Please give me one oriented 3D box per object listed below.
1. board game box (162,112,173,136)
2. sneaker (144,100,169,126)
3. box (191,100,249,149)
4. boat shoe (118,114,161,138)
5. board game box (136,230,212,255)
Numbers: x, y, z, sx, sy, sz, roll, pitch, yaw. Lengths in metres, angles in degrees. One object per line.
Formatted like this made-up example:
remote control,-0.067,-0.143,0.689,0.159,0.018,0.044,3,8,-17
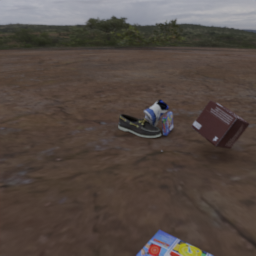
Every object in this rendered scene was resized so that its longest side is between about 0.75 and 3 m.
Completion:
board game box,1.378,-0.159,9.731,0.152,0.595,0.880,1,17,23
sneaker,1.035,-0.509,9.801,0.817,0.572,1.415,-38,-13,-2
box,2.637,-0.065,7.982,1.149,0.943,0.953,11,27,-50
boat shoe,0.368,-0.084,9.777,1.734,0.522,0.618,14,25,34
board game box,0.919,2.271,3.785,1.974,0.340,1.336,15,25,34
